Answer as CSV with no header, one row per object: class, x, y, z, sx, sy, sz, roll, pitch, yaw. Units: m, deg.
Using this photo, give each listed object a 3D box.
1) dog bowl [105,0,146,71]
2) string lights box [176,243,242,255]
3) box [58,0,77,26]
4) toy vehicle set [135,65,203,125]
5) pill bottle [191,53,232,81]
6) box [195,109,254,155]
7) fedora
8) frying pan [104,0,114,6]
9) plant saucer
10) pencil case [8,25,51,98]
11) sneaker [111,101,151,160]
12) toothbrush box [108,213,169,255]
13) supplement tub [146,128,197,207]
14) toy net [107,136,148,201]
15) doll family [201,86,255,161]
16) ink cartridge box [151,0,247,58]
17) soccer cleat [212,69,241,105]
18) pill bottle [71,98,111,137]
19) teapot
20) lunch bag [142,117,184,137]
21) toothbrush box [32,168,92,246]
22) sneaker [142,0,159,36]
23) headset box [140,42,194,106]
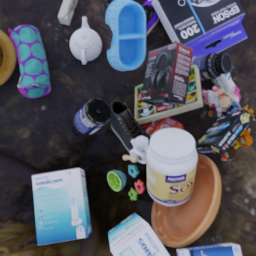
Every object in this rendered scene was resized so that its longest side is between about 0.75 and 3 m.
dog bowl,-0.012,-2.854,8.783,1.245,0.554,2.234,-13,116,-26
string lights box,2.071,3.318,7.270,1.519,0.781,0.448,-8,71,2
box,-2.400,-4.746,11.143,0.407,0.489,1.189,14,80,3
toy vehicle set,1.289,-1.080,9.461,2.345,0.311,1.457,-16,58,30
pill bottle,2.764,-2.141,9.869,0.891,1.594,0.891,-1,91,-39
box,2.722,0.173,8.216,0.386,1.680,1.335,43,80,-2
fedora,-5.348,-2.537,10.220,2.486,1.014,2.486,-3,100,-16
frying pan,-0.302,-5.386,11.405,1.476,0.240,0.893,-37,81,-9
plant saucer,1.787,2.212,8.584,0.547,2.923,2.923,29,79,-19
pencil case,-3.624,-2.444,10.338,1.165,1.073,2.521,-7,76,-31
sneaker,0.118,0.103,9.136,0.819,1.163,2.189,-37,59,-21
toothbrush box,0.473,3.741,8.042,1.195,2.802,2.051,-33,84,-12
supplement tub,1.263,1.162,8.268,1.461,2.010,1.461,-3,39,2
toy net,0.126,1.345,9.002,0.475,2.458,1.289,-16,53,-40
doll family,3.274,-0.214,9.023,1.181,1.626,2.620,-20,111,-17
ink cartridge box,2.853,-4.214,10.683,2.914,0.638,2.941,-28,92,-6
soccer cleat,3.458,-1.622,10.284,0.845,0.684,1.957,-2,65,-13
pill bottle,-1.284,-0.264,9.176,0.884,1.581,0.884,14,63,-29
teapot,-1.632,-3.212,10.563,1.317,0.975,1.335,-44,82,-8
lunch bag,1.080,0.307,9.936,1.407,0.654,1.597,32,80,26
toothbrush box,-2.196,2.571,9.347,1.623,0.945,2.216,-10,78,-2
sneaker,0.655,-4.210,10.690,0.791,1.131,2.274,27,80,6
headset box,1.138,-1.609,8.298,0.697,1.342,1.804,12,85,-34
